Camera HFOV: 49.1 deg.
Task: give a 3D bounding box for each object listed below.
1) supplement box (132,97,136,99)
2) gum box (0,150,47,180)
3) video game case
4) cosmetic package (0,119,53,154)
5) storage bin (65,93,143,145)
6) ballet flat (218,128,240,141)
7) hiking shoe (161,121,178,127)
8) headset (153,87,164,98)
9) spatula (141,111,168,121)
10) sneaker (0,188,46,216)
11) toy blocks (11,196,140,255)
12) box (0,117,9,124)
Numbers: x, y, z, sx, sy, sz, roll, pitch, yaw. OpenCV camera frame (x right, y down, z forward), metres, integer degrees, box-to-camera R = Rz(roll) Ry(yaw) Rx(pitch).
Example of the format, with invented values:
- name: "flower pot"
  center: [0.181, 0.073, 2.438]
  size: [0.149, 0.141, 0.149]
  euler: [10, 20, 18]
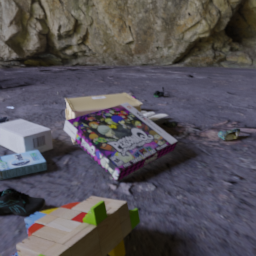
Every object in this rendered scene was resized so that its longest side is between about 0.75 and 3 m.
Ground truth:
- name: "supplement box"
  center: [-0.409, -1.307, 15.948]
  size: [1.626, 0.840, 0.823]
  euler: [-14, 23, -42]
- name: "gum box"
  center: [-3.393, 1.129, 8.785]
  size: [1.381, 0.308, 1.174]
  euler: [-9, 19, -28]
- name: "video game case"
  center: [-0.190, 0.277, 9.386]
  size: [2.907, 0.521, 2.635]
  euler: [-20, 49, -43]
- name: "cosmetic package"
  center: [-3.963, 0.331, 10.549]
  size: [2.233, 0.796, 1.133]
  euler: [15, 24, 40]
- name: "storage bin"
  center: [-1.181, -0.570, 12.395]
  size: [2.954, 1.384, 2.933]
  euler: [-8, 19, -16]
- name: "ballet flat"
  center: [4.235, 0.312, 11.504]
  size: [1.211, 0.450, 0.450]
  euler: [-11, 20, -26]
- name: "hiking shoe"
  center: [1.948, -0.149, 13.164]
  size: [0.783, 0.296, 0.394]
  euler: [3, 23, 43]
- name: "headset"
  center: [2.345, -2.609, 20.758]
  size: [0.724, 0.551, 1.172]
  euler: [13, 32, 34]
- name: "spatula"
  center: [0.381, -0.462, 14.345]
  size: [2.879, 0.231, 2.002]
  euler: [-19, 26, -39]
- name: "sneaker"
  center: [-2.626, 1.708, 6.494]
  size: [1.362, 0.540, 0.514]
  euler: [-1, 15, -8]
- name: "toy blocks"
  center: [-1.149, 1.928, 5.114]
  size: [1.663, 1.216, 2.433]
  euler: [-2, 12, 35]
- name: "box"
  center: [-5.468, 0.057, 11.382]
  size: [1.175, 0.869, 0.613]
  euler: [-3, 16, -15]
